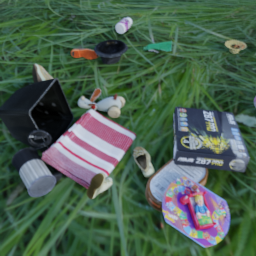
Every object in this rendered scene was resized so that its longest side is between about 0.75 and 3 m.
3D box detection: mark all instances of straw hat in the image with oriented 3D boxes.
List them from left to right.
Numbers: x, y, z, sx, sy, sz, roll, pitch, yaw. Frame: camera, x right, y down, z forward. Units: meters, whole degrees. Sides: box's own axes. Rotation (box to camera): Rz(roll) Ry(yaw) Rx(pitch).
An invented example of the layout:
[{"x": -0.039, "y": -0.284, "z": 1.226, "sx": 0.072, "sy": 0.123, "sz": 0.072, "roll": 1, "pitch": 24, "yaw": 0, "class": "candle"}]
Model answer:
[{"x": 5.624, "y": -4.174, "z": 14.790, "sx": 1.077, "sy": 0.456, "sz": 1.077, "roll": -1, "pitch": 45, "yaw": 1, "class": "straw hat"}]

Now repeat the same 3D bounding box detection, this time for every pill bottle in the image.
[{"x": -0.224, "y": -6.082, "z": 16.564, "sx": 0.637, "sy": 0.637, "sz": 1.135, "roll": 20, "pitch": 49, "yaw": 19, "class": "pill bottle"}]

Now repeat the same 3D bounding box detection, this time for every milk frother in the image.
[{"x": -2.826, "y": 1.071, "z": 8.838, "sx": 1.367, "sy": 1.514, "sz": 1.424, "roll": -25, "pitch": 51, "yaw": -28, "class": "milk frother"}]

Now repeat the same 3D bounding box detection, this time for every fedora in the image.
[{"x": -0.847, "y": -3.728, "z": 14.091, "sx": 1.767, "sy": 0.807, "sz": 1.767, "roll": 1, "pitch": 44, "yaw": -1, "class": "fedora"}]

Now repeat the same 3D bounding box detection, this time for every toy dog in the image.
[{"x": -1.079, "y": -1.062, "z": 11.346, "sx": 1.947, "sy": 0.938, "sz": 1.284, "roll": -7, "pitch": 46, "yaw": -7, "class": "toy dog"}]

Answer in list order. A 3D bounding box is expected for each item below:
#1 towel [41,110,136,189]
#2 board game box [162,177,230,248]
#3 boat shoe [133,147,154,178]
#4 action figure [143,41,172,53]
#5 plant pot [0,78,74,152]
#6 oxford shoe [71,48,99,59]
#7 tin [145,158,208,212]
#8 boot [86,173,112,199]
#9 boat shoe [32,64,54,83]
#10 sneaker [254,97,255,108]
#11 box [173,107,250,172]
[{"x": -1.221, "y": 0.616, "z": 9.693, "sx": 2.122, "sy": 0.335, "sz": 2.947, "roll": 30, "pitch": 46, "yaw": 10, "class": "towel"}, {"x": 2.007, "y": 2.298, "z": 7.991, "sx": 2.065, "sy": 0.402, "sz": 1.632, "roll": 32, "pitch": 56, "yaw": 9, "class": "board game box"}, {"x": 0.488, "y": 1.056, "z": 9.442, "sx": 0.510, "sy": 0.436, "sz": 1.391, "roll": -33, "pitch": 40, "yaw": 2, "class": "boat shoe"}, {"x": 1.563, "y": -4.269, "z": 14.922, "sx": 1.504, "sy": 0.411, "sz": 0.889, "roll": 1, "pitch": 46, "yaw": 11, "class": "action figure"}, {"x": -3.421, "y": -0.478, "z": 10.187, "sx": 1.761, "sy": 1.985, "sz": 1.980, "roll": 4, "pitch": 45, "yaw": 18, "class": "plant pot"}, {"x": -2.186, "y": -3.931, "z": 14.519, "sx": 1.490, "sy": 0.531, "sz": 0.543, "roll": 9, "pitch": 41, "yaw": 9, "class": "oxford shoe"}, {"x": 1.584, "y": 1.705, "z": 8.964, "sx": 2.349, "sy": 0.492, "sz": 1.315, "roll": -35, "pitch": 59, "yaw": -30, "class": "tin"}, {"x": -0.735, "y": 1.559, "z": 8.066, "sx": 0.358, "sy": 0.993, "sz": 0.768, "roll": 42, "pitch": 33, "yaw": 22, "class": "boot"}, {"x": -3.619, "y": -2.010, "z": 12.510, "sx": 0.905, "sy": 0.852, "sz": 2.377, "roll": -10, "pitch": 52, "yaw": -29, "class": "boat shoe"}, {"x": 5.842, "y": -0.798, "z": 11.385, "sx": 0.679, "sy": 0.618, "sz": 1.536, "roll": -18, "pitch": 52, "yaw": -26, "class": "sneaker"}, {"x": 2.730, "y": 0.303, "z": 9.822, "sx": 2.257, "sy": 0.688, "sz": 2.800, "roll": 8, "pitch": 34, "yaw": 4, "class": "box"}]
